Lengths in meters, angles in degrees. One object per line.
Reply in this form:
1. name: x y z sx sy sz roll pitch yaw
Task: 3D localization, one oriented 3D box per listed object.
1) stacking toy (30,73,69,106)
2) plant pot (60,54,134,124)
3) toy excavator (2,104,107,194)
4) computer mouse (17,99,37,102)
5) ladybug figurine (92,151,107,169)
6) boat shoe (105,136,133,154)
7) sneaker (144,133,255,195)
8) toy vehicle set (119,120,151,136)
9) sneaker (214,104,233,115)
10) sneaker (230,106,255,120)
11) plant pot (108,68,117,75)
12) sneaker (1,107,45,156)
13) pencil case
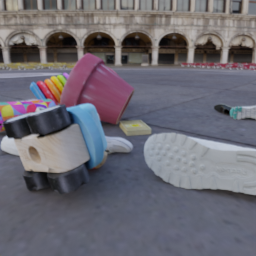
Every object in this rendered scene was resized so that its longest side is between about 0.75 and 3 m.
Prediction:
1. stacking toy: -2.859 -1.894 12.445 2.597 1.425 1.507 -35 9 -13
2. plant pot: -1.014 -1.241 10.358 2.092 2.337 2.337 27 17 1
3. toy excavator: -1.207 0.075 6.309 2.841 1.460 2.922 -6 16 43
4. computer mouse: -5.051 -1.010 13.136 2.246 0.493 1.232 -5 10 2
5. ladybug figurine: -1.034 0.729 6.684 1.103 0.397 0.748 4 13 17
6. boat shoe: -0.551 0.511 7.611 1.327 0.488 0.434 9 46 17
7. sneaker: 1.689 0.736 5.920 2.808 1.073 1.130 13 7 26
8. toy vehicle set: 0.218 -0.017 9.913 0.843 0.180 1.356 -3 15 -12
9. sneaker: 4.246 -0.844 12.583 0.547 0.385 1.030 -11 20 -43
10. sneaker: 5.112 -0.663 11.526 1.709 0.663 0.779 7 13 20
11. plant pot: -1.128 -1.845 13.731 1.940 1.940 1.736 3 -4 12
12. sneaker: -2.409 0.068 7.420 2.292 1.325 0.844 4 18 18
13. pencil case: -3.681 -0.425 9.783 1.067 1.067 2.414 14 20 42
